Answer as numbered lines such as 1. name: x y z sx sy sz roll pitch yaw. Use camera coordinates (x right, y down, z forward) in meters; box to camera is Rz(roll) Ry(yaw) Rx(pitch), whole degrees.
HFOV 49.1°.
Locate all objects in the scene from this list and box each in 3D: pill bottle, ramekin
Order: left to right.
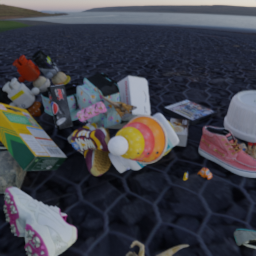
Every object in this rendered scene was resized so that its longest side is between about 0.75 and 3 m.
1. pill bottle: 0.490 0.609 9.767 2.325 1.288 1.288 -34 30 4
2. ramekin: 6.066 -0.623 12.971 2.942 1.544 2.942 0 27 0

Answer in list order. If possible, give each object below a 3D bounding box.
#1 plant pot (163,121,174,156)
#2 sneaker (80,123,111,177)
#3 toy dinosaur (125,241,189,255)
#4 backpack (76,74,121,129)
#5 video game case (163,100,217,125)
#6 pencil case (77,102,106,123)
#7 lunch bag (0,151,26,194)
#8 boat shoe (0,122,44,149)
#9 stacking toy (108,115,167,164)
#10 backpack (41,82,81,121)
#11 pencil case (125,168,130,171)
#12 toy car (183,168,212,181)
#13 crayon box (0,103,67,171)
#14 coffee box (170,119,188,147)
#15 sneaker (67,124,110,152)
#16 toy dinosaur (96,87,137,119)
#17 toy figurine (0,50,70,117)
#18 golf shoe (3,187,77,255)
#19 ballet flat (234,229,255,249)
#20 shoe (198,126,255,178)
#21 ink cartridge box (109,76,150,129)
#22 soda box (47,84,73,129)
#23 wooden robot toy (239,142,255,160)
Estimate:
1. plant pot: 0.904 0.303 11.454 1.520 1.520 1.430 -14 15 -24
2. sneaker: -1.464 0.869 10.902 1.309 1.089 2.906 -23 33 16
3. toy dinosaur: 0.395 3.324 6.705 2.158 0.628 1.091 -31 56 -33
4. backpack: -1.034 -0.859 10.364 1.421 1.854 1.630 -29 41 -21
5. video game case: 3.260 -0.870 14.814 1.877 0.265 2.077 -19 33 -33
6. pencil case: -1.143 -0.501 8.825 0.922 0.399 0.382 -26 5 8
7. lunch bag: -4.462 1.497 9.537 1.692 0.995 1.388 1 28 -8
8. boat shoe: -4.660 0.261 12.189 2.108 0.699 0.788 -20 34 -34
9. stacking toy: 0.072 0.441 7.929 1.513 1.513 2.071 17 14 29
10. backpack: -3.108 -1.272 13.979 2.241 1.718 1.970 -15 27 -38
11. pencil case: -0.133 1.190 10.724 0.455 0.417 1.004 -10 28 -10
12. toy car: 2.482 1.669 9.907 1.017 0.338 0.499 -13 30 -24
13. crayon box: -3.585 0.324 9.762 2.711 0.699 1.704 45 10 20
14. coffee box: 2.212 0.181 12.449 0.856 0.597 1.497 7 28 13
15. sneaker: -1.325 0.482 9.473 1.032 0.858 2.290 -28 16 -21
16. toy dinosaur: -0.356 -0.733 9.386 1.635 0.494 0.868 21 14 -38
17. toy figurine: -4.490 -1.839 12.871 2.951 2.085 2.997 1 51 43
18. golf shoe: -2.516 2.525 7.776 1.280 1.053 2.796 -10 32 -43
19. ballet flat: 3.593 2.966 7.424 1.513 0.510 0.482 0 55 2
20. shoe: 3.871 0.835 10.566 0.933 1.188 2.611 -24 36 -38
21. ink cartridge box: -0.184 -1.014 11.941 0.957 1.643 2.272 3 -16 -36
22. soda box: -2.457 -0.757 10.085 0.548 1.549 0.491 -16 12 -29
23. wooden robot toy: 4.811 0.987 11.001 1.436 0.633 0.652 2 39 5
